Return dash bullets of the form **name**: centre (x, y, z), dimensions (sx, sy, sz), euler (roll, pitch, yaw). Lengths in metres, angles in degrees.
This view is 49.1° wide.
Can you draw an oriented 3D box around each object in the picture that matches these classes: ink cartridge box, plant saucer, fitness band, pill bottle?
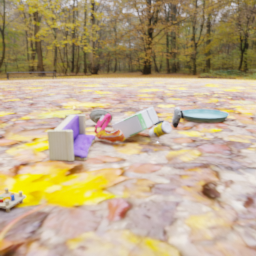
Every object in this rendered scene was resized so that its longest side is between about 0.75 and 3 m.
- **ink cartridge box**: centre (0.347, -0.202, 11.631), dimensions (1.266, 0.729, 1.735), euler (-23, 3, 31)
- **plant saucer**: centre (-1.349, -0.442, 13.778), dimensions (1.155, 1.155, 0.290), euler (1, 53, 3)
- **fitness band**: centre (-1.103, -0.160, 12.241), dimensions (0.196, 1.047, 0.752), euler (31, -11, 18)
- **plant saucer**: centre (4.214, -0.664, 15.625), dimensions (2.650, 0.363, 2.650), euler (0, 13, 0)
- **pill bottle**: centre (1.208, 0.107, 10.734), dimensions (0.463, 0.463, 0.831), euler (-14, -9, -44)

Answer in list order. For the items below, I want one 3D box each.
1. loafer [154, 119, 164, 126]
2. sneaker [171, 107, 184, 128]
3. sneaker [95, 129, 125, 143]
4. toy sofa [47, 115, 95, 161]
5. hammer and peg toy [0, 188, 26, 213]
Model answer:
- **loafer**: centre (1.540, -0.164, 12.921), dimensions (0.399, 0.412, 1.175), euler (37, 0, -39)
- **sneaker**: centre (2.349, -0.402, 13.054), dimensions (0.388, 1.034, 0.597), euler (-9, 22, -26)
- **sneaker**: centre (-0.743, 0.369, 10.978), dimensions (1.429, 0.551, 0.521), euler (5, 47, 43)
- **toy sofa**: centre (-1.948, 0.271, 10.174), dimensions (1.250, 1.061, 2.562), euler (0, 15, 2)
- **hammer and peg toy**: centre (-2.767, 1.664, 6.225), dimensions (0.606, 0.290, 0.824), euler (7, 15, 19)
